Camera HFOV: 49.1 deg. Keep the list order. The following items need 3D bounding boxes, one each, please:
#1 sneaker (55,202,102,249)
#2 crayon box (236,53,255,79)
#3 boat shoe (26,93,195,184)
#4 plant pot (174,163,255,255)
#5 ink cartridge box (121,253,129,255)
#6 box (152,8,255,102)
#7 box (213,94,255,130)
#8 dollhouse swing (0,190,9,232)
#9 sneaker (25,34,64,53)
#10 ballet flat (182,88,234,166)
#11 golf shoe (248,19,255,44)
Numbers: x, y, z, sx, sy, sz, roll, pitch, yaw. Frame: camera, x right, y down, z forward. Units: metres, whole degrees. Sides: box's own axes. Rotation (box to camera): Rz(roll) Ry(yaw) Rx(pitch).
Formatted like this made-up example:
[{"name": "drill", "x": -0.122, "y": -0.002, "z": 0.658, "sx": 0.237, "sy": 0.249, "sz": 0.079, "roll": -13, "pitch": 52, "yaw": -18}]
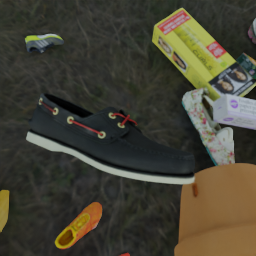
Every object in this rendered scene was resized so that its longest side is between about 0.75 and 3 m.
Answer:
[{"name": "sneaker", "x": -1.061, "y": 2.211, "z": 6.277, "sx": 0.470, "sy": 0.497, "sz": 1.288, "roll": 39, "pitch": 74, "yaw": 13}, {"name": "crayon box", "x": 3.278, "y": -1.538, "z": 7.282, "sx": 0.257, "sy": 1.012, "sz": 0.643, "roll": -46, "pitch": 60, "yaw": 30}, {"name": "boat shoe", "x": -0.273, "y": 0.094, "z": 3.476, "sx": 2.323, "sy": 0.850, "sz": 0.728, "roll": 17, "pitch": 95, "yaw": 25}, {"name": "plant pot", "x": 2.065, "y": 1.873, "z": 5.513, "sx": 2.535, "sy": 2.535, "sz": 1.774, "roll": -5, "pitch": 55, "yaw": -2}, {"name": "ink cartridge box", "x": -0.670, "y": 3.638, "z": 5.821, "sx": 1.835, "sy": 0.434, "sz": 1.469, "roll": -15, "pitch": 72, "yaw": -4}, {"name": "box", "x": 1.956, "y": -1.821, "z": 7.501, "sx": 1.085, "sy": 0.722, "sz": 2.883, "roll": -35, "pitch": 75, "yaw": -11}, {"name": "box", "x": 3.312, "y": -0.242, "z": 6.669, "sx": 2.671, "sy": 0.553, "sz": 0.517, "roll": 10, "pitch": 69, "yaw": -17}, {"name": "dollhouse swing", "x": -3.929, "y": 2.479, "z": 6.247, "sx": 2.110, "sy": 1.855, "sz": 1.918, "roll": 7, "pitch": 30, "yaw": 3}, {"name": "sneaker", "x": -2.347, "y": -2.342, "z": 7.899, "sx": 1.100, "sy": 0.406, "sz": 0.445, "roll": -4, "pitch": 78, "yaw": 6}, {"name": "ballet flat", "x": 2.063, "y": -0.010, "z": 6.801, "sx": 0.727, "sy": 0.861, "sz": 2.276, "roll": -38, "pitch": 70, "yaw": 35}, {"name": "golf shoe", "x": 3.977, "y": -2.319, "z": 7.633, "sx": 0.646, "sy": 0.819, "sz": 1.779, "roll": -25, "pitch": 75, "yaw": -11}]
